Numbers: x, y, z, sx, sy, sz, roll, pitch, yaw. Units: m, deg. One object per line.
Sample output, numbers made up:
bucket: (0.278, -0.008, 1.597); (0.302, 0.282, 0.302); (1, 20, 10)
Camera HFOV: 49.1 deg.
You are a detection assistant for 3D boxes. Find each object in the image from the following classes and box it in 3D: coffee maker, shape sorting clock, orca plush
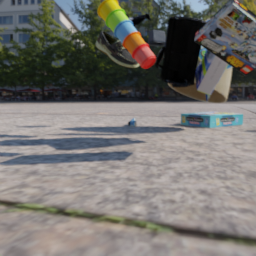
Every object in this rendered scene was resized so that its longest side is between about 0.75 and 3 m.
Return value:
coffee maker: (1.784, -2.414, 8.835); (1.344, 1.995, 1.917); (1, 21, -13)
shape sorting clock: (3.455, -3.174, 10.579); (2.059, 2.059, 0.404); (-1, -5, -8)
orca plush: (0.251, -4.099, 11.126); (1.363, 0.484, 0.717); (-6, 7, 19)

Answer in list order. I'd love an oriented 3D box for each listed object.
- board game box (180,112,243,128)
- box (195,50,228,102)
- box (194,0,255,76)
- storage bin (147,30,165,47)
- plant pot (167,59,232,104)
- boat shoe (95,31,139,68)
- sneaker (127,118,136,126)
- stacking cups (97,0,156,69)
board game box: (4.288, -0.453, 14.361); (2.543, 0.597, 1.920); (-5, 8, -34)
box: (2.731, -2.129, 8.786); (0.548, 2.299, 1.402); (19, 38, -3)
box: (2.652, -2.085, 6.655); (1.765, 0.352, 1.208); (27, -37, -20)
storage bin: (1.355, -4.262, 13.338); (0.917, 0.616, 0.667); (-1, -1, -29)
plant pot: (3.472, -2.905, 12.402); (2.679, 2.861, 2.679); (20, -4, 1)
boat shoe: (-0.400, -2.889, 10.241); (2.049, 0.673, 0.732); (38, 44, 25)
sneaker: (0.175, -0.289, 14.024); (0.421, 0.367, 0.936); (-4, 7, -4)
stacking cups: (-0.028, -2.424, 7.359); (0.648, 2.141, 0.648); (-29, -17, -10)
